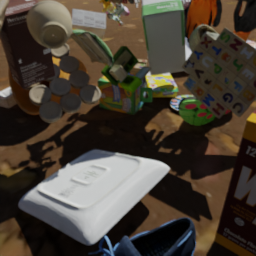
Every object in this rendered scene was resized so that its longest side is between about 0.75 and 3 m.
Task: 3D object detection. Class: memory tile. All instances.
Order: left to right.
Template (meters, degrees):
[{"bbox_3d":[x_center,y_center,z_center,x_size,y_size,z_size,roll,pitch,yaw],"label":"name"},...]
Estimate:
[{"bbox_3d":[-1.868,-1.223,7.170,1.646,0.180,2.147,-28,72,-21],"label":"memory tile"}]

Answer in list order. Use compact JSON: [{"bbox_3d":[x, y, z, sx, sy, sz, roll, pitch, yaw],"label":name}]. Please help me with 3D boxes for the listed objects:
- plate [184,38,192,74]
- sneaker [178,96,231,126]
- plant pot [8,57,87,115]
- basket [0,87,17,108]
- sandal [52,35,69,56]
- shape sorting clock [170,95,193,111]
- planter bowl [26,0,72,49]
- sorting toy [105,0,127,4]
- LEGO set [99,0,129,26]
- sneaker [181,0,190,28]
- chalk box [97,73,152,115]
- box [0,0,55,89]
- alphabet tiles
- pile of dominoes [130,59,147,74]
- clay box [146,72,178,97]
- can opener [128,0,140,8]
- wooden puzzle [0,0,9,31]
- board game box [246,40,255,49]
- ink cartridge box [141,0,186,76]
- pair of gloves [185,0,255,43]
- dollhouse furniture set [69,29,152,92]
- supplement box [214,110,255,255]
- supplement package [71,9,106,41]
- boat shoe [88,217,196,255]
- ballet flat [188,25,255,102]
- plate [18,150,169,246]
[{"bbox_3d":[2.542,-3.999,13.762,0.412,2.546,2.552,-29,12,39],"label":"plate"},{"bbox_3d":[2.621,-0.914,9.576,2.918,1.120,1.222,-15,51,-39],"label":"sneaker"},{"bbox_3d":[-2.715,-1.795,10.199,2.354,2.354,2.155,23,24,31],"label":"plant pot"},{"bbox_3d":[-4.477,-1.142,10.574,0.549,0.499,0.810,14,35,21],"label":"basket"},{"bbox_3d":[-2.900,-3.734,10.320,0.849,2.962,1.135,-44,66,3],"label":"sandal"},{"bbox_3d":[2.247,-0.916,10.436,1.377,0.270,1.377,0,33,0],"label":"shape sorting clock"},{"bbox_3d":[-1.377,-1.773,5.042,0.814,0.814,0.548,-10,50,-15],"label":"planter bowl"},{"bbox_3d":[-0.306,-3.796,7.616,0.248,0.706,1.465,-24,34,-19],"label":"sorting toy"},{"bbox_3d":[-0.268,-4.039,8.855,0.996,0.806,2.165,-16,54,34],"label":"LEGO set"},{"bbox_3d":[2.208,-3.721,10.087,0.678,1.792,1.035,-12,49,19],"label":"sneaker"},{"bbox_3d":[-0.026,-1.276,10.188,1.840,1.145,1.139,12,35,21],"label":"chalk box"},{"bbox_3d":[-2.070,-1.705,5.720,0.825,1.647,0.617,-32,55,-28],"label":"box"},{"bbox_3d":[2.420,-1.400,7.217,0.070,1.841,2.213,1,42,-49],"label":"alphabet tiles"},{"bbox_3d":[0.177,-2.468,12.677,2.091,0.427,2.683,8,34,12],"label":"pile of dominoes"},{"bbox_3d":[1.277,-1.723,11.313,1.127,0.467,1.961,-1,33,-4],"label":"clay box"},{"bbox_3d":[0.151,-4.731,9.804,0.456,1.373,0.362,1,77,7],"label":"can opener"},{"bbox_3d":[-2.685,-0.888,4.597,0.547,2.187,2.361,20,62,-26],"label":"wooden puzzle"},{"bbox_3d":[4.727,-2.876,12.117,1.038,1.709,2.144,-19,37,-25],"label":"board game box"},{"bbox_3d":[1.112,-3.356,8.947,1.218,2.022,2.783,-7,46,8],"label":"ink cartridge box"},{"bbox_3d":[3.048,-3.488,8.629,2.580,2.298,0.319,-2,50,-7],"label":"pair of gloves"},{"bbox_3d":[-0.427,-2.082,7.467,1.037,2.066,1.353,-50,32,-6],"label":"dollhouse furniture set"},{"bbox_3d":[3.361,0.813,5.317,1.951,2.938,2.898,24,40,32],"label":"supplement box"},{"bbox_3d":[-1.504,-3.787,10.459,1.222,0.952,0.678,4,75,-13],"label":"supplement package"},{"bbox_3d":[0.009,2.269,4.932,2.721,0.934,1.145,-22,39,-30],"label":"boat shoe"},{"bbox_3d":[2.924,-1.812,7.907,2.942,0.917,0.992,39,77,8],"label":"ballet flat"},{"bbox_3d":[-0.827,1.215,6.369,2.630,0.426,2.636,7,30,41],"label":"plate"}]
